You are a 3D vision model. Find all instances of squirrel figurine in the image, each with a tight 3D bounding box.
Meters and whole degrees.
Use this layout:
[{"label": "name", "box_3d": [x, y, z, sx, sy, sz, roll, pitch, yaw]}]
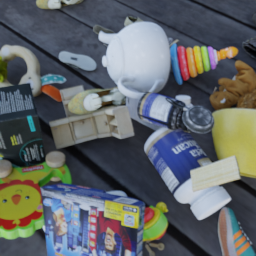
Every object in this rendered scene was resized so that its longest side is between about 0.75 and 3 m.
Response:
[{"label": "squirrel figurine", "box_3d": [3.552, -0.984, 9.002, 1.593, 1.208, 1.707, -39, 63, -17]}]

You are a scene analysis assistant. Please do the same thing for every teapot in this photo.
[{"label": "teapot", "box_3d": [0.102, -2.115, 8.916, 1.824, 2.498, 2.465, -8, 96, -18]}]

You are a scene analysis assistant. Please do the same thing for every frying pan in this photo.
[{"label": "frying pan", "box_3d": [1.550, -0.420, 6.708, 0.776, 0.209, 1.283, -22, 64, -20]}]

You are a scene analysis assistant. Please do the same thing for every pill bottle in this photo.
[{"label": "pill bottle", "box_3d": [1.014, -0.399, 7.302, 1.429, 0.799, 0.799, 20, 58, 27]}, {"label": "pill bottle", "box_3d": [1.625, -0.392, 8.499, 0.608, 1.113, 0.608, 0, 22, 0]}, {"label": "pill bottle", "box_3d": [1.571, 1.140, 7.489, 1.332, 1.332, 2.399, -25, 61, -16]}]

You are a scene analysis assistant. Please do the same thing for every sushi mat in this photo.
[{"label": "sushi mat", "box_3d": [1.758, 0.950, 5.737, 1.047, 0.063, 0.501, -27, 44, 32]}]

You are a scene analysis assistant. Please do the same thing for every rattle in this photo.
[{"label": "rattle", "box_3d": [-3.527, -1.777, 8.970, 2.694, 1.925, 1.754, 35, 80, 14]}]

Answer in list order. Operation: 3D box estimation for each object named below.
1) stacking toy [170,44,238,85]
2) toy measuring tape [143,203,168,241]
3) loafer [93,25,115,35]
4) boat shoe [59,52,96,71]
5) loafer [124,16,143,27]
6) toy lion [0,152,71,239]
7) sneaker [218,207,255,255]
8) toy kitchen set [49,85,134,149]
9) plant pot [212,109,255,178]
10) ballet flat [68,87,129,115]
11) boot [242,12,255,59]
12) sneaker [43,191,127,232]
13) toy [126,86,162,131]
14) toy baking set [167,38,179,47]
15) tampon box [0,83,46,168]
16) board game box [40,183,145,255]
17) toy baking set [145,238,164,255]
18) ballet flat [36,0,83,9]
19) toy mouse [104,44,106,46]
[{"label": "stacking toy", "box_3d": [2.565, -2.327, 9.451, 2.150, 1.180, 1.248, -10, 38, 16]}, {"label": "toy measuring tape", "box_3d": [0.345, 2.600, 6.714, 0.788, 0.788, 2.141, 33, 54, 20]}, {"label": "loafer", "box_3d": [-0.862, -3.752, 11.219, 1.100, 0.376, 0.416, 33, 101, 2]}, {"label": "boat shoe", "box_3d": [-1.852, -2.462, 10.321, 1.381, 0.440, 0.488, 17, 91, -11]}, {"label": "loafer", "box_3d": [0.441, -4.260, 11.540, 1.277, 0.436, 0.483, 17, 59, 11]}, {"label": "toy lion", "box_3d": [-2.438, 1.638, 6.888, 2.207, 0.758, 2.115, -9, 39, -24]}, {"label": "sneaker", "box_3d": [2.691, 2.840, 6.852, 0.699, 0.625, 1.750, 3, 61, -6]}, {"label": "toy kitchen set", "box_3d": [-1.193, -0.395, 7.804, 2.019, 1.822, 1.648, -15, 98, -14]}, {"label": "plant pot", "box_3d": [3.268, 0.524, 7.657, 2.164, 2.164, 1.536, 12, 82, 8]}, {"label": "ballet flat", "box_3d": [-0.764, -0.824, 8.145, 1.929, 0.682, 0.682, -16, 57, -28]}, {"label": "boot", "box_3d": [5.188, -3.574, 10.895, 1.979, 0.787, 2.273, -29, 64, -18]}, {"label": "sneaker", "box_3d": [-1.069, 2.154, 7.129, 2.292, 0.812, 0.837, -19, 59, -12]}, {"label": "toy", "box_3d": [0.465, -0.460, 8.547, 1.712, 0.404, 0.986, 23, 57, -36]}, {"label": "toy baking set", "box_3d": [1.118, -2.965, 10.405, 1.427, 0.166, 1.095, -2, 43, 44]}, {"label": "tampon box", "box_3d": [-3.645, 0.116, 7.532, 2.448, 1.834, 1.545, -12, 44, -18]}, {"label": "board game box", "box_3d": [-0.770, 2.616, 5.887, 2.511, 0.775, 2.510, 3, 90, 31]}, {"label": "toy baking set", "box_3d": [0.258, 2.984, 6.974, 1.102, 0.167, 1.435, 27, 61, 17]}, {"label": "ballet flat", "box_3d": [-2.922, -5.616, 12.294, 2.127, 0.752, 0.752, -24, 60, -17]}, {"label": "toy mouse", "box_3d": [-0.448, -2.990, 10.669, 0.908, 0.176, 0.807, 47, 52, -12]}]
